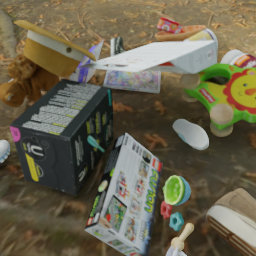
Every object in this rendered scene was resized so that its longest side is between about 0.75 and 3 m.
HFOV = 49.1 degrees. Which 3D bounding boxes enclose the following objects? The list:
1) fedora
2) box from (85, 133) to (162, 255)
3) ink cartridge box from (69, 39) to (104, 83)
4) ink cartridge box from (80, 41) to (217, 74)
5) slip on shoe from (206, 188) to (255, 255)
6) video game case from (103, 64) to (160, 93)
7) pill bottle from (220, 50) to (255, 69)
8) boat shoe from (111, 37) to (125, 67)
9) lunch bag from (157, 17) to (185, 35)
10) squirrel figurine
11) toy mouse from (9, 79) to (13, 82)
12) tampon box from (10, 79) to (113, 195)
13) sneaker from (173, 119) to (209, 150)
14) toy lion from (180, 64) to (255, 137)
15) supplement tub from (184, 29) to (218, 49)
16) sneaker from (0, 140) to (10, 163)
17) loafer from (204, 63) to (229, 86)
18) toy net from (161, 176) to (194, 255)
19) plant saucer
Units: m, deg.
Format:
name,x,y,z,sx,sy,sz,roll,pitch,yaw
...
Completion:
name,x,y,z,sx,sy,sz,roll,pitch,yaw
fedora,-1.883,-1.892,7.093,2.183,0.890,2.183,25,11,-5
box,0.033,1.274,5.657,1.230,0.388,2.235,40,40,-21
ink cartridge box,-1.353,-1.955,8.850,0.320,1.477,1.463,29,47,1
ink cartridge box,0.574,-1.723,7.681,2.973,0.848,2.416,-32,31,-31
slip on shoe,2.735,2.190,4.679,0.900,1.130,2.972,-39,47,-15
video game case,0.163,-1.687,9.426,1.810,0.163,1.296,6,44,1
pill bottle,3.845,-1.723,8.923,1.018,1.018,1.784,-18,46,-19
boat shoe,-0.317,-2.505,9.175,0.381,0.423,1.195,-18,62,24
lunch bag,1.690,-3.863,10.837,1.067,0.497,1.212,22,19,2
squirrel figurine,-2.962,-1.426,8.059,1.670,1.789,1.266,-28,56,-27
toy mouse,-3.535,-1.807,9.539,1.390,0.303,1.564,-23,48,-23
tampon box,-1.346,0.109,6.399,1.340,1.591,2.122,12,37,15
sneaker,1.657,0.223,7.019,0.504,0.558,1.363,-42,30,5
toy lion,2.896,-0.974,7.519,2.252,0.807,2.349,-29,52,-3
supplement tub,2.512,-2.912,10.148,1.218,0.886,0.886,-29,47,-1
sneaker,-3.312,0.701,6.552,0.505,0.584,1.347,-4,41,26
loafer,2.884,-1.578,8.691,0.777,0.877,2.305,-35,57,-6
toy net,0.787,1.822,5.118,0.351,0.953,1.817,16,67,-27
plant saucer,2.097,-3.715,11.162,1.981,0.371,1.981,-9,25,4
